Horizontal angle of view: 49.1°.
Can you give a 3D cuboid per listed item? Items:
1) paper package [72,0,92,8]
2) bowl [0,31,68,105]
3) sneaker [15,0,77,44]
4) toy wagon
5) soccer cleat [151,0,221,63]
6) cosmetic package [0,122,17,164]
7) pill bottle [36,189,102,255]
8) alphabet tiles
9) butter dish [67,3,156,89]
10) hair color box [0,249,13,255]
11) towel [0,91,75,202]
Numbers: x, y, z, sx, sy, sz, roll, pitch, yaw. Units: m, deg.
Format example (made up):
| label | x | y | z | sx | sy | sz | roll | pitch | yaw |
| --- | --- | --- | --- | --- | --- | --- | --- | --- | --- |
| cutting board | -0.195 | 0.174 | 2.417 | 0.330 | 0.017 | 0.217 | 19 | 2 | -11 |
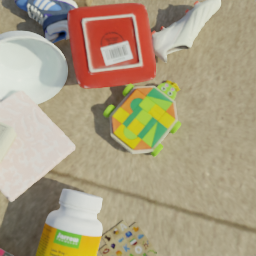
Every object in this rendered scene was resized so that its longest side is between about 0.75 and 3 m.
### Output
| label | x | y | z | sx | sy | sz | roll | pitch | yaw |
| --- | --- | --- | --- | --- | --- | --- | --- | --- | --- |
| paper package | -1.736 | -4.641 | 9.259 | 1.221 | 0.632 | 1.164 | 14 | 77 | 4 |
| bowl | -3.003 | -1.795 | 7.875 | 2.419 | 2.419 | 1.087 | -23 | 57 | -5 |
| sneaker | -2.677 | -3.430 | 8.856 | 2.059 | 0.829 | 1.508 | 8 | 71 | -4 |
| toy wagon | 0.610 | -0.490 | 8.367 | 2.001 | 0.510 | 2.579 | 39 | 80 | 8 |
| soccer cleat | 1.889 | -3.073 | 8.821 | 2.638 | 0.914 | 1.023 | -34 | 84 | 0 |
| cosmetic package | -3.700 | 0.733 | 6.812 | 1.030 | 0.727 | 1.990 | 25 | 68 | -3 |
| pill bottle | -1.489 | 2.965 | 7.077 | 1.463 | 1.463 | 2.634 | 13 | 77 | 3 |
| alphabet tiles | 0.016 | 3.407 | 7.716 | 1.251 | 0.048 | 1.503 | -35 | 80 | -7 |
| butter dish | -0.510 | -2.232 | 8.180 | 2.227 | 1.646 | 2.221 | -9 | 90 | -8 |
| hair color box | -4.262 | 3.210 | 6.683 | 2.774 | 0.841 | 1.373 | 27 | 44 | 3 |
| towel | -3.047 | 0.425 | 7.676 | 2.371 | 0.382 | 2.264 | 45 | 68 | 4 |
